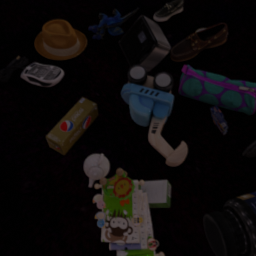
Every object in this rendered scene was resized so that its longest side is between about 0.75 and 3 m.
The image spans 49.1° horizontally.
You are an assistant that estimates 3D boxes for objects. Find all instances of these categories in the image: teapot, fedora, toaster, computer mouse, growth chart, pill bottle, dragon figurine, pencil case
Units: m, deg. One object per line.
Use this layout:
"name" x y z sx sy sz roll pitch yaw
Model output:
"teapot" -0.924 1.197 8.147 0.821 0.832 0.608 -21 24 10
"fedora" -2.947 -3.938 12.052 2.359 0.962 2.359 0 56 0
"toaster" 0.646 -3.164 10.889 1.020 1.555 1.719 1 57 -45
"computer mouse" -3.695 -2.079 11.055 2.628 0.577 1.441 18 53 18
"growth chart" -0.083 2.535 7.714 1.656 0.203 2.288 -13 71 1
"pill bottle" 3.501 2.465 7.318 2.771 1.550 1.550 -13 57 -9
"dragon figurine" -0.614 -4.681 12.697 2.481 0.730 1.233 -13 56 -8
"pencil case" 3.242 -1.401 10.113 2.786 1.287 1.185 18 71 14

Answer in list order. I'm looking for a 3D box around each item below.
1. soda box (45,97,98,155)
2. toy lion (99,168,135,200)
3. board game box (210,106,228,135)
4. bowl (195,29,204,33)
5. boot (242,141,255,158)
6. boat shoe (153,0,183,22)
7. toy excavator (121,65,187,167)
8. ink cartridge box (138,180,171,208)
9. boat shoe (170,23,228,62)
"soda box" -1.868 -0.081 9.578 0.645 0.682 2.014 27 59 17
"toy lion" -0.262 1.563 7.427 0.862 0.296 0.826 -30 52 11
"board game box" 3.109 -0.219 9.498 0.264 0.856 0.857 -30 66 7
"bowl" 3.380 -3.929 12.364 0.914 0.429 0.914 0 55 0
"boot" 4.870 1.119 8.742 2.083 0.721 1.813 -13 56 -11
"boat shoe" 1.941 -5.723 13.498 1.809 0.576 0.640 -35 63 -22
"toy excavator" 0.884 -0.360 9.565 2.769 1.422 2.848 17 71 10
"ink cartridge box" 0.566 1.961 8.247 1.331 0.395 0.691 -8 53 23
"boat shoe" 2.861 -3.572 11.507 2.463 0.866 0.867 -25 69 7
